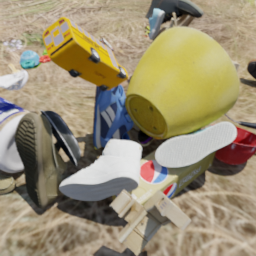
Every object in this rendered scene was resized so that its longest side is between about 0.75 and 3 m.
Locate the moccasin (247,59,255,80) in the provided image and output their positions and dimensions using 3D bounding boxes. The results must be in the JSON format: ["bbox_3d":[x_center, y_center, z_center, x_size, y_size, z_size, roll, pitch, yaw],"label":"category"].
[{"bbox_3d":[5.941,-2.106,10.608,2.776,1.015,1.071,11,44,11],"label":"moccasin"}]

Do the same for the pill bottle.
[{"bbox_3d":[-3.944,-0.071,8.046,2.956,1.710,1.710,25,50,23],"label":"pill bottle"}]

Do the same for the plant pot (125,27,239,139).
[{"bbox_3d":[1.070,-0.847,7.153,2.741,2.741,1.946,33,61,29],"label":"plant pot"}]

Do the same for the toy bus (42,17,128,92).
[{"bbox_3d":[-0.766,-1.387,5.722,0.646,1.984,0.777,-30,70,21],"label":"toy bus"}]

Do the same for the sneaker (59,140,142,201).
[{"bbox_3d":[-0.606,0.979,6.677,2.147,0.791,1.241,-16,41,27],"label":"sneaker"}]

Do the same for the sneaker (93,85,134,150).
[{"bbox_3d":[-0.375,-0.581,7.790,1.165,2.832,1.047,4,41,-5],"label":"sneaker"}]

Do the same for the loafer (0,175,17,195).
[{"bbox_3d":[-3.653,1.420,7.423,1.342,0.452,0.510,4,45,4],"label":"loafer"}]

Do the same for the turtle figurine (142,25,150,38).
[{"bbox_3d":[1.106,-4.778,13.801,1.060,0.341,0.855,-13,46,-12],"label":"turtle figurine"}]

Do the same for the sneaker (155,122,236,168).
[{"bbox_3d":[1.634,0.489,6.938,2.031,0.832,0.751,-18,78,-2],"label":"sneaker"}]

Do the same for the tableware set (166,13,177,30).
[{"bbox_3d":[1.535,-1.792,8.262,0.344,2.479,2.967,-12,3,13],"label":"tableware set"}]

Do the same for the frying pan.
[{"bbox_3d":[-1.592,0.460,7.116,0.419,2.573,1.557,-33,66,-17],"label":"frying pan"}]

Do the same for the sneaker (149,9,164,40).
[{"bbox_3d":[0.781,-3.162,8.538,0.382,0.933,0.345,37,38,18],"label":"sneaker"}]

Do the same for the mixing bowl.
[{"bbox_3d":[2.922,0.531,7.921,1.482,0.803,1.482,9,20,-3],"label":"mixing bowl"}]

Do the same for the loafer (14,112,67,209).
[{"bbox_3d":[-2.025,0.736,6.694,0.985,2.592,0.874,30,38,31],"label":"loafer"}]

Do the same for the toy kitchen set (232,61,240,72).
[{"bbox_3d":[2.238,-1.446,7.671,1.195,1.081,1.325,21,23,1],"label":"toy kitchen set"}]

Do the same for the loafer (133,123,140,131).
[{"bbox_3d":[0.158,-0.323,9.159,1.454,0.508,0.507,32,49,13],"label":"loafer"}]

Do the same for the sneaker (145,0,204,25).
[{"bbox_3d":[1.501,-3.718,9.218,1.868,0.992,0.698,33,14,26],"label":"sneaker"}]

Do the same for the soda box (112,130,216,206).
[{"bbox_3d":[1.002,1.160,7.338,2.929,0.938,0.992,-31,51,-27],"label":"soda box"}]

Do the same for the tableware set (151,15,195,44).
[{"bbox_3d":[1.811,-3.779,10.824,0.263,1.897,2.271,49,20,10],"label":"tableware set"}]

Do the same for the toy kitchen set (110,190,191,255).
[{"bbox_3d":[0.219,1.540,4.729,0.922,1.020,1.130,42,85,-3],"label":"toy kitchen set"}]

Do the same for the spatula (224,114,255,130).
[{"bbox_3d":[2.955,-0.269,7.809,2.654,0.273,0.750,18,13,-5],"label":"spatula"}]

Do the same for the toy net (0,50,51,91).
[{"bbox_3d":[-2.720,-1.537,7.609,1.136,0.418,2.166,1,40,7],"label":"toy net"}]

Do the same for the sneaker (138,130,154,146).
[{"bbox_3d":[0.758,-0.112,8.401,0.483,0.690,1.388,30,77,26],"label":"sneaker"}]

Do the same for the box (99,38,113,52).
[{"bbox_3d":[-0.798,-1.858,7.021,0.784,0.431,0.136,-34,56,17],"label":"box"}]
